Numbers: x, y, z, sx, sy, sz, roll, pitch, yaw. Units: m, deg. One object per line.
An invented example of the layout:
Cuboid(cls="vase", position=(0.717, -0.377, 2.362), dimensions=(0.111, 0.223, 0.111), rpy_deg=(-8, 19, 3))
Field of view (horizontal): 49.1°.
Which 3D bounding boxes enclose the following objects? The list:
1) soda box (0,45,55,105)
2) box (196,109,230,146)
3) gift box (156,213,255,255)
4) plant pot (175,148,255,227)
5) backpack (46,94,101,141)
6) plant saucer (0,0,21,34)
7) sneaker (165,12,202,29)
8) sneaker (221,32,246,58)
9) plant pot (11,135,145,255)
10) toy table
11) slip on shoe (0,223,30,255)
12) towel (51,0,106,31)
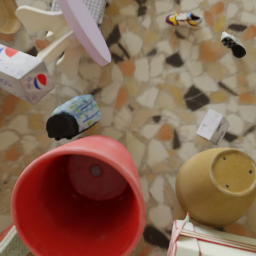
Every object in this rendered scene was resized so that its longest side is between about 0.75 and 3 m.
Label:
Cuboid(cls="soda box", position=(-2.793, -1.365, 6.600), dimensions=(2.251, 0.768, 0.714), rpy_deg=(25, 59, 32))
Cuboid(cls="box", position=(2.172, 0.016, 7.077), dimensions=(0.363, 1.206, 0.703), rpy_deg=(30, 94, 28))
Cuboid(cls="gift box", position=(1.731, 3.203, 5.878), dimensions=(2.486, 2.457, 2.663), rpy_deg=(8, 81, 9))
Cuboid(cls="plant pot", position=(2.150, 1.240, 6.407), dimensions=(1.920, 2.060, 1.920), rpy_deg=(-1, 69, 3))
Cuboid(cls="backpack", position=(-1.309, -0.306, 7.203), dimensions=(1.110, 1.361, 1.046), rpy_deg=(-7, 96, 41))
Cuboid(cls="plant saucer", position=(-3.787, -3.400, 7.439), dimensions=(0.367, 2.073, 2.073), rpy_deg=(-21, 81, 22))
Cuboid(cls="sneaker", position=(1.609, -3.165, 8.077), dimensions=(1.051, 0.474, 0.394), rpy_deg=(4, 81, 1))
Cuboid(cls="sneaker", position=(2.995, -2.376, 7.937), dimensions=(0.944, 0.350, 0.418), rpy_deg=(34, 43, -27))
Cuboid(cls="plant pot", position=(-0.856, 1.320, 6.188), dimensions=(2.575, 2.279, 2.575), rpy_deg=(1, 104, 5))
Cuboid(cls="toy table", position=(-1.588, -2.362, 7.057), dimensions=(1.368, 2.147, 2.336), rpy_deg=(-24, 115, 16))
Cuboid(cls="slip on shoe", position=(-2.631, 2.618, 6.988), dimensions=(2.681, 0.820, 0.993), rpy_deg=(-46, 124, -16))
Cuboid(cls="towel", position=(-1.351, -3.556, 8.014), dimensions=(1.399, 0.723, 1.689), rpy_deg=(12, 87, -6))
